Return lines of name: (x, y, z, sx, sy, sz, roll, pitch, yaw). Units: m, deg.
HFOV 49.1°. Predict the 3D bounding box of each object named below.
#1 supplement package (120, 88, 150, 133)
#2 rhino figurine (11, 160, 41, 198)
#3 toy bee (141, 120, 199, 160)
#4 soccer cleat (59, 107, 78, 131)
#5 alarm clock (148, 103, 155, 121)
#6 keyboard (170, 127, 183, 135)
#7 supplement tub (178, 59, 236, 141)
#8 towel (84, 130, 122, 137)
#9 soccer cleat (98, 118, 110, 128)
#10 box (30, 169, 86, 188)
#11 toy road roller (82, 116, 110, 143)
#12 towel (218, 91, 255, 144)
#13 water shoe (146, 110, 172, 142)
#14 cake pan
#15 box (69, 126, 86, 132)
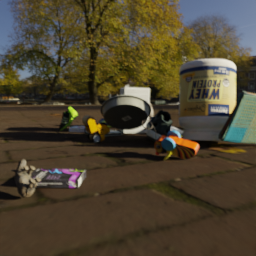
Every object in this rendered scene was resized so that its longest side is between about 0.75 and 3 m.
supplement package: (0.247, -0.770, 12.123, 1.120, 1.909, 1.116, 0, 6, -12)
rhino figurine: (-1.685, 0.784, 4.514, 0.254, 0.371, 0.849, 31, 7, -42)
toy bee: (1.052, 0.433, 7.309, 0.979, 0.813, 1.496, -24, 51, -33)
soccer cleat: (-2.727, -0.386, 12.387, 1.409, 0.571, 0.476, -43, -7, 38)
alarm clock: (0.647, -0.666, 13.682, 2.156, 1.455, 0.718, 20, 19, 32)
keyboard: (1.937, 0.136, 12.411, 0.669, 0.127, 2.377, -6, 7, -6)
supplement tub: (2.628, -0.852, 9.387, 1.843, 2.552, 1.843, 1, -2, 0)
towel: (-1.044, 0.186, 11.375, 1.255, 0.217, 1.208, -4, 8, -26)
soccer cleat: (-0.814, -0.163, 14.087, 1.375, 0.445, 0.575, 5, 37, 6)
box: (-1.330, 0.923, 5.169, 0.990, 0.179, 0.708, -1, 7, 2)
toy road roller: (-1.086, -0.014, 9.724, 0.738, 1.010, 0.621, -25, 17, -21)
towel: (3.822, -0.213, 8.317, 2.172, 1.592, 0.236, 5, 29, -25)
water shoe: (1.210, -0.117, 9.894, 0.879, 0.970, 2.458, 30, 12, -3)
cake pan: (-0.078, -0.455, 9.531, 1.738, 0.319, 1.738, 0, -33, 0)
box: (-2.043, 0.056, 12.561, 1.012, 0.208, 0.789, 0, 7, 9)
